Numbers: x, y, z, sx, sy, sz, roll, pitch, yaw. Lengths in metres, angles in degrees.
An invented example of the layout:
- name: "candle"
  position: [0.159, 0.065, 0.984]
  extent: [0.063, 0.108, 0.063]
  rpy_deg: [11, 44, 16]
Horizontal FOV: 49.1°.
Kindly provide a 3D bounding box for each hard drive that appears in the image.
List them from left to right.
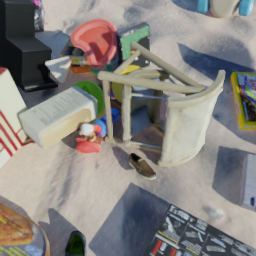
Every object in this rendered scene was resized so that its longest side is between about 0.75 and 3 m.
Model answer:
- name: "hard drive"
  position: [0.171, -2.388, 8.653]
  extent: [1.045, 1.496, 0.283]
  rpy_deg: [-30, 55, -19]

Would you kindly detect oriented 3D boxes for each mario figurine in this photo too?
- name: "mario figurine"
  position: [-0.955, -0.042, 8.052]
  extent: [0.901, 1.049, 1.700]
  rpy_deg: [20, 67, 47]

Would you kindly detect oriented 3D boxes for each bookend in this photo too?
- name: "bookend"
  position: [-3.424, -2.975, 9.171]
  extent: [1.215, 2.637, 2.621]
  rpy_deg: [-20, 45, -41]

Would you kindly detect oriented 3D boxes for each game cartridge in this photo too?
- name: "game cartridge"
  position: [4.184, 1.638, 7.126]
  extent: [2.477, 0.475, 1.605]
  rpy_deg: [15, 49, 12]

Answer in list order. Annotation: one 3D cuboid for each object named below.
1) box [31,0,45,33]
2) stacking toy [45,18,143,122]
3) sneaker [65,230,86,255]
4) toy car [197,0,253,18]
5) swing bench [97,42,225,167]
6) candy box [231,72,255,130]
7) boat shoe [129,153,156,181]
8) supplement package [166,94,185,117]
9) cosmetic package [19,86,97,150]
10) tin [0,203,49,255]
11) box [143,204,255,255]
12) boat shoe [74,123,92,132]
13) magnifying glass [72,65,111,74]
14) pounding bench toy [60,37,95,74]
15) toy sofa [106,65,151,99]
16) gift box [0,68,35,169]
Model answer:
- name: "box"
  position: [-4.291, -4.959, 12.092]
  extent: [1.145, 0.995, 1.734]
  rpy_deg: [-8, 50, -5]
- name: "stacking toy"
  position: [-0.888, -1.694, 9.079]
  extent: [2.706, 1.263, 2.989]
  rpy_deg: [-30, 85, 12]
- name: "sneaker"
  position: [-1.167, 2.934, 5.913]
  extent: [0.548, 0.640, 1.545]
  rpy_deg: [-2, 51, 0]
- name: "toy car"
  position: [4.663, -6.328, 12.669]
  extent: [2.259, 2.168, 2.451]
  rpy_deg: [17, 40, 26]
- name: "swing bench"
  position: [0.808, -0.431, 7.365]
  extent: [2.626, 2.612, 1.703]
  rpy_deg: [25, 55, 21]
- name: "candy box"
  position: [4.206, -0.924, 9.249]
  extent: [1.260, 0.326, 2.465]
  rpy_deg: [6, 51, 2]
- name: "boat shoe"
  position: [0.346, 0.998, 7.445]
  extent: [0.388, 0.388, 1.050]
  rpy_deg: [-22, 35, -30]
- name: "supplement package"
  position: [1.657, -0.600, 8.885]
  extent: [0.844, 0.462, 0.480]
  rpy_deg: [-37, 61, -27]
- name: "cosmetic package"
  position: [-1.834, -0.327, 7.607]
  extent: [1.864, 0.663, 0.981]
  rpy_deg: [-34, 56, -31]
- name: "tin"
  position: [-2.899, 2.583, 6.329]
  extent: [2.405, 0.504, 1.347]
  rpy_deg: [23, 50, 17]
- name: "box"
  position: [1.558, 3.072, 5.802]
  extent: [2.531, 0.630, 1.996]
  rpy_deg: [25, 55, 19]
- name: "boat shoe"
  position: [-1.422, 0.008, 8.356]
  extent: [0.972, 0.339, 0.346]
  rpy_deg: [7, 13, -9]
- name: "magnifying glass"
  position: [-1.191, -2.014, 9.463]
  extent: [1.640, 0.184, 0.653]
  rpy_deg: [-22, 74, -46]
- name: "pounding bench toy"
  position: [-1.594, -2.839, 10.182]
  extent: [1.154, 0.919, 1.480]
  rpy_deg: [9, 59, 22]
- name: "toy sofa"
  position: [0.073, -1.582, 9.558]
  extent: [1.630, 0.675, 0.796]
  rpy_deg: [-8, 50, -7]
- name: "gift box"
  position: [-3.919, -0.044, 7.165]
  extent: [2.554, 2.385, 2.357]
  rpy_deg: [18, 52, 23]
